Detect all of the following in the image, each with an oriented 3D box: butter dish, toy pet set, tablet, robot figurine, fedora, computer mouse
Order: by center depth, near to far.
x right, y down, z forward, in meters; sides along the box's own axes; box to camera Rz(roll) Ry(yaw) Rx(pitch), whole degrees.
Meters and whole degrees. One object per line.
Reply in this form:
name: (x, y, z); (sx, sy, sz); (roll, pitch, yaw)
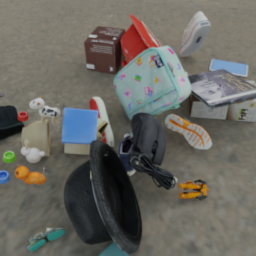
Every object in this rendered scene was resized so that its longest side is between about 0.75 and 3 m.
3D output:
fedora: (-0.749, 1.859, 7.256); (1.363, 2.985, 2.985); (-24, 42, 12)
toy pet set: (-2.206, 0.093, 8.017); (2.550, 1.450, 2.731); (4, 45, -10)
robot figurine: (1.983, 1.876, 8.477); (0.887, 0.643, 0.258); (-3, 2, 0)
computer mouse: (0.788, 0.437, 8.866); (0.733, 1.925, 2.780); (-37, 35, 26)
butter dish: (0.559, -3.511, 13.423); (2.001, 2.707, 2.700); (-35, 49, 20)
tablet: (5.089, -3.037, 14.186); (1.810, 0.124, 1.178); (14, 44, 14)

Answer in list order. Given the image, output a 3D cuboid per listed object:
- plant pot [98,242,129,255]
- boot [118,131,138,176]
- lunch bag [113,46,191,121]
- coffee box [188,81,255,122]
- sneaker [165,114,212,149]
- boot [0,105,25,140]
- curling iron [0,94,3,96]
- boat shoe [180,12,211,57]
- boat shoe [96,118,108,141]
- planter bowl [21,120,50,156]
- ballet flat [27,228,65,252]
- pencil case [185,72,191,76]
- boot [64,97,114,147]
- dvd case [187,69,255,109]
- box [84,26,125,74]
plant pot: (-0.428, 3.345, 6.890); (0.864, 0.611, 0.611); (-30, 50, -23)
boot: (0.161, 0.525, 9.597); (0.805, 0.999, 2.213); (5, 40, 9)
lunch bag: (0.830, -1.503, 10.328); (1.083, 2.810, 2.254); (-19, 84, -44)
coffee box: (3.860, -1.180, 11.474); (2.599, 1.036, 1.486); (4, 43, 4)
sneaker: (2.200, 0.095, 10.005); (1.828, 0.716, 0.706); (39, 15, 19)
boot: (-4.919, -0.203, 10.700); (1.615, 0.617, 1.357); (-20, 49, -30)
curling iron: (-6.323, -1.462, 12.412); (1.512, 0.193, 0.375); (-3, 42, -3)
boat shoe: (3.154, -4.551, 13.859); (1.024, 2.845, 0.935); (-15, 76, -6)
boat shoe: (-1.082, 0.229, 9.523); (0.414, 0.462, 1.249); (17, 68, 21)
planter bowl: (-3.153, 0.350, 9.573); (0.842, 1.251, 1.251); (-1, 42, -12)
ballet flat: (-2.224, 2.906, 7.539); (1.025, 0.381, 0.381); (-22, 47, -24)
pencil case: (2.199, -2.159, 12.293); (0.659, 0.757, 1.693); (3, 8, 36)
boot: (-1.667, -0.167, 10.522); (1.810, 0.908, 2.508); (-11, 47, -9)
dvd case: (3.342, -1.555, 10.474); (2.059, 0.221, 2.770); (-13, 31, -8)
box: (-1.094, -3.936, 14.103); (1.574, 1.558, 1.898); (11, 44, 11)
